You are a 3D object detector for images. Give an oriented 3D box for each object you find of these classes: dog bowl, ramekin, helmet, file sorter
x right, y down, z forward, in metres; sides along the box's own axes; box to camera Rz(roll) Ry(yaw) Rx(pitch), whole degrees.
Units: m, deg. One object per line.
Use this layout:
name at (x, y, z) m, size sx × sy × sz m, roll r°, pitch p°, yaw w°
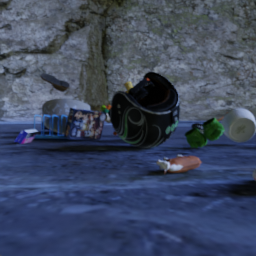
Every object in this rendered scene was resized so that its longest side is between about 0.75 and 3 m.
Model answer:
dog bowl at (-3.092, -0.464, 14.488) m, size 2.830 × 0.830 × 2.830 m, roll 1°, pitch -25°, yaw 1°
ramekin at (4.095, -0.037, 10.268) m, size 1.245 × 1.245 × 0.580 m, roll 0°, pitch 25°, yaw 2°
helmet at (0.512, -0.462, 9.391) m, size 2.385 × 2.385 × 2.274 m, roll -1°, pitch -37°, yaw -13°
file sorter at (-3.319, -0.042, 12.793) m, size 1.724 × 1.057 × 1.196 m, roll 1°, pitch -1°, yaw 0°

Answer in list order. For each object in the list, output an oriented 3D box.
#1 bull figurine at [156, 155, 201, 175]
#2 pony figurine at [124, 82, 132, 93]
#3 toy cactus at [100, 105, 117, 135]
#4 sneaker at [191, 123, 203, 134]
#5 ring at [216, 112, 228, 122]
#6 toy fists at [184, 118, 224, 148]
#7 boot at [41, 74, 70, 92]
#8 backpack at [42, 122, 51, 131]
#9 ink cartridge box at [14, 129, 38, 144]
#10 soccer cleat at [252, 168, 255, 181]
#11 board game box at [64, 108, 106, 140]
bull figurine at (0.957, 0.720, 5.568) m, size 0.969 × 0.316 × 0.588 m, roll -1°, pitch 3°, yaw -19°
pony figurine at (0.666, -0.524, 11.913) m, size 2.225 × 2.672 × 2.580 m, roll -21°, pitch -5°, yaw -2°
toy cactus at (-0.897, -0.433, 14.686) m, size 1.139 × 2.228 × 1.838 m, roll -40°, pitch -18°, yaw 16°
sneaker at (3.596, 0.176, 13.227) m, size 1.289 × 0.583 × 0.429 m, roll 16°, pitch 51°, yaw 26°
ring at (5.388, -0.406, 17.396) m, size 2.443 × 0.234 × 2.443 m, roll -27°, pitch -9°, yaw -5°
toy fists at (2.553, 0.239, 9.348) m, size 1.319 × 0.672 × 0.454 m, roll -33°, pitch 14°, yaw 30°
boot at (-3.279, -1.943, 12.345) m, size 1.311 × 0.483 × 0.495 m, roll 23°, pitch -45°, yaw -31°
backpack at (-3.723, -0.680, 17.650) m, size 2.457 × 1.973 × 2.685 m, roll 7°, pitch 3°, yaw 41°
ink cartridge box at (-4.009, 0.342, 11.045) m, size 0.213 × 0.545 × 1.151 m, roll 37°, pitch 6°, yaw 6°
soccer cleat at (2.175, 0.757, 4.366) m, size 0.523 × 0.421 × 1.228 m, roll -12°, pitch -7°, yaw 39°
board game box at (-1.800, -0.139, 11.987) m, size 0.319 × 1.251 × 1.846 m, roll 20°, pitch 11°, yaw 38°
